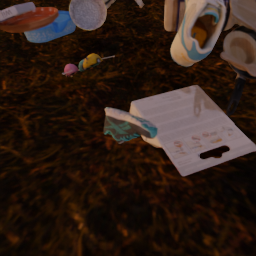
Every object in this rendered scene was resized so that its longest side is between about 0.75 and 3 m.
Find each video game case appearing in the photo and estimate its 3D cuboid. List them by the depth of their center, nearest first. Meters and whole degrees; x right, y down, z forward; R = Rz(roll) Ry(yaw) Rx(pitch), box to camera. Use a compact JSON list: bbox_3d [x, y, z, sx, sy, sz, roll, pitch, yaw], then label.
[{"bbox_3d":[-1.649,-1.156,3.154,1.112,0.100,0.796,-19,26,5],"label":"video game case"}]

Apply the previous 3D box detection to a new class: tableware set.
[{"bbox_3d":[3.077,-1.813,6.094,2.280,0.317,2.730,26,68,-9],"label":"tableware set"}]

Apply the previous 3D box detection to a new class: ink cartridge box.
[{"bbox_3d":[1.689,0.069,7.952,2.389,0.839,2.940,-16,52,-18],"label":"ink cartridge box"}]

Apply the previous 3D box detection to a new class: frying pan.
[{"bbox_3d":[2.973,-1.369,6.727,1.399,0.376,2.313,3,82,-5],"label":"frying pan"}]

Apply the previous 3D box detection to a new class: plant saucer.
[{"bbox_3d":[-1.316,-1.435,3.729,0.799,0.129,0.799,-6,37,4],"label":"plant saucer"}]

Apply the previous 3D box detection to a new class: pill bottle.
[{"bbox_3d":[2.246,-3.422,7.768,2.416,1.398,1.398,2,41,5],"label":"pill bottle"}]

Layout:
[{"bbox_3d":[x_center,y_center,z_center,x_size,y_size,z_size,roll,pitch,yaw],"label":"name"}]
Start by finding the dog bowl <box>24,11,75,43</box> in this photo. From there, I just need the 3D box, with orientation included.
[{"bbox_3d":[-3.727,-4.880,13.522,1.559,0.694,2.798,31,50,31],"label":"dog bowl"}]

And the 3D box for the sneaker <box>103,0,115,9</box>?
[{"bbox_3d":[-0.336,-4.680,8.335,1.012,1.066,2.649,31,74,7],"label":"sneaker"}]

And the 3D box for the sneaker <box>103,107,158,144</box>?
[{"bbox_3d":[0.005,0.048,5.726,0.558,0.656,1.437,9,10,-44],"label":"sneaker"}]

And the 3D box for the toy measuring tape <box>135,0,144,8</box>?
[{"bbox_3d":[-0.066,-3.711,7.582,0.443,1.205,0.443,-23,51,33],"label":"toy measuring tape"}]

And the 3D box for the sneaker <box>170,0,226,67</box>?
[{"bbox_3d":[1.563,-2.385,5.554,0.874,2.285,0.923,14,-2,-16],"label":"sneaker"}]

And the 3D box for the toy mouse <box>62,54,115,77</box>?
[{"bbox_3d":[-0.955,-1.228,5.569,1.085,0.210,0.965,-30,13,-33],"label":"toy mouse"}]

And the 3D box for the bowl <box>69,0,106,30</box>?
[{"bbox_3d":[-1.124,-3.169,7.742,1.002,1.002,0.470,-10,8,-11],"label":"bowl"}]
